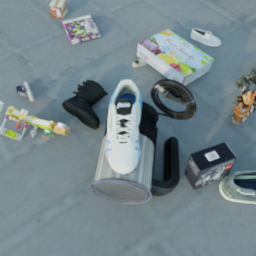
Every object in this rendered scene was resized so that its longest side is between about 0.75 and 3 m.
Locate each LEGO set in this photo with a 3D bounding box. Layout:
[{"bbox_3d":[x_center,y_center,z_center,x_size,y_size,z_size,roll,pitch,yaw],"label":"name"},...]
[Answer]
[{"bbox_3d":[-3.350,0.020,9.501,2.558,1.177,0.952,22,73,-12],"label":"LEGO set"}]

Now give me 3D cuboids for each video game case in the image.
[{"bbox_3d":[-2.164,-4.547,12.943,1.374,0.271,1.516,-18,58,-12],"label":"video game case"}]

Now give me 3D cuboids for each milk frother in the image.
[{"bbox_3d":[0.455,0.420,8.006,2.659,2.947,2.772,7,57,1],"label":"milk frother"}]

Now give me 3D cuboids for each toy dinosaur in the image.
[{"bbox_3d":[4.230,-1.018,9.388,1.145,2.243,1.522,35,51,-16],"label":"toy dinosaur"}]

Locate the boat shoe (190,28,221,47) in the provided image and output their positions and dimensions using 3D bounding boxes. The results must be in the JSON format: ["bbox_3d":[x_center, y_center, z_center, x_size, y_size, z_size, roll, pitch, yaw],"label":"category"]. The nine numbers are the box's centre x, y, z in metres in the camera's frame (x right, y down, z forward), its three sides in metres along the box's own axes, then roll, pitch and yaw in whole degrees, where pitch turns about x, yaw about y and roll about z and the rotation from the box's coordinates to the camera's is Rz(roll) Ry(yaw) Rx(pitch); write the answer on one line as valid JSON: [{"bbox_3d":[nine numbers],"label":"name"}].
[{"bbox_3d":[3.488,-4.083,12.501,1.401,0.480,0.504,31,61,19],"label":"boat shoe"}]

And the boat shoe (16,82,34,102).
[{"bbox_3d":[-3.963,-1.307,10.743,0.473,0.381,1.020,-27,54,-7],"label":"boat shoe"}]

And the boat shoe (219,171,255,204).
[{"bbox_3d":[4.242,1.764,8.315,2.843,0.878,1.035,2,56,1],"label":"boat shoe"}]

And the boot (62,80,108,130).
[{"bbox_3d":[-1.353,-0.911,10.280,1.835,0.679,1.504,33,60,23],"label":"boot"}]

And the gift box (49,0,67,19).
[{"bbox_3d":[-3.341,-5.813,13.517,0.710,0.769,0.718,13,56,3],"label":"gift box"}]

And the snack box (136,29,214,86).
[{"bbox_3d":[1.887,-2.911,11.497,1.837,0.684,2.583,-33,62,-29],"label":"snack box"}]

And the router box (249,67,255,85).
[{"bbox_3d":[5.888,-1.988,11.097,1.740,0.454,1.368,38,64,23],"label":"router box"}]

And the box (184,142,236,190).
[{"bbox_3d":[2.468,1.172,8.535,1.250,1.138,0.650,-18,53,-11],"label":"box"}]

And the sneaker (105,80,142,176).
[{"bbox_3d":[-0.140,-0.094,7.481,0.993,1.002,2.764,-3,58,8],"label":"sneaker"}]

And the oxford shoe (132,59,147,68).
[{"bbox_3d":[0.551,-2.792,11.782,0.834,0.241,0.313,-24,56,-18],"label":"oxford shoe"}]
